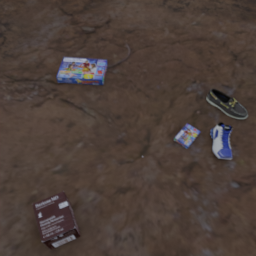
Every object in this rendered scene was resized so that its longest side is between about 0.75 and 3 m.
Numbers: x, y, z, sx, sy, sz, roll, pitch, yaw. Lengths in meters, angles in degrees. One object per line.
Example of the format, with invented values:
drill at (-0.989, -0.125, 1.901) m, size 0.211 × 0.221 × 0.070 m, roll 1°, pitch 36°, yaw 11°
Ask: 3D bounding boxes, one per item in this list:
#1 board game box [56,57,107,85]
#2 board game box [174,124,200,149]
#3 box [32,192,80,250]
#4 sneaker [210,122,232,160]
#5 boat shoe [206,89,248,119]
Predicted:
board game box at (-1.984, -2.493, 12.226) m, size 1.974 × 0.340 × 1.336 m, roll 5°, pitch 53°, yaw 3°
board game box at (2.155, 0.291, 10.252) m, size 0.595 × 0.152 × 0.880 m, roll 35°, pitch 60°, yaw 21°
box at (-2.024, 2.641, 7.972) m, size 0.953 × 0.943 × 1.149 m, roll -21°, pitch 57°, yaw -12°
sneaker at (3.285, 0.343, 9.742) m, size 0.572 × 0.817 × 1.415 m, roll 3°, pitch 50°, yaw -7°
boat shoe at (3.889, -0.948, 10.948) m, size 1.734 × 0.522 × 0.618 m, roll 34°, pitch 62°, yaw 23°
